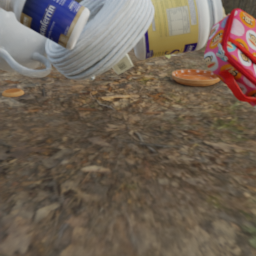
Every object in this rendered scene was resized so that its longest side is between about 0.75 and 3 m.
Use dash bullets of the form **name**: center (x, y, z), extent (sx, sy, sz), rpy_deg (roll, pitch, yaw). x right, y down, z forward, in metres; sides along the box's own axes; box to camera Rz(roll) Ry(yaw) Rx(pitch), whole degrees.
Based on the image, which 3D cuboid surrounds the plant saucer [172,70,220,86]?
- **plant saucer**: center (3.637, -2.701, 15.110), extent (2.543, 0.411, 2.543), rpy_deg (0, 25, 0)

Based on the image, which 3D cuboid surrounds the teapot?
- **teapot**: center (-2.756, -2.500, 7.827), extent (1.715, 2.348, 2.317), rpy_deg (15, -3, -20)

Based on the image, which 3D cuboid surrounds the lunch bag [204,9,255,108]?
- **lunch bag**: center (2.615, -1.398, 6.178), extent (0.830, 2.027, 1.785), rpy_deg (-27, 35, 57)

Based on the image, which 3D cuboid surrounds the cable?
- **cable**: center (-0.736, -2.343, 6.622), extent (2.716, 0.940, 2.716), rpy_deg (-36, 37, 12)

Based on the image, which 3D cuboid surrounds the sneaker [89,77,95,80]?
- **sneaker**: center (-1.705, -2.093, 10.986), extent (0.798, 0.299, 0.346), rpy_deg (16, 1, 29)

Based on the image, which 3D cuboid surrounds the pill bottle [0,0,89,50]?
- **pill bottle**: center (-1.520, -2.131, 5.104), extent (1.454, 0.841, 0.841), rpy_deg (26, 20, -14)

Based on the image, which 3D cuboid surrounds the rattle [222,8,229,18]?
- **rattle**: center (2.775, -3.451, 8.859), extent (1.164, 0.758, 0.832), rpy_deg (38, 42, 20)

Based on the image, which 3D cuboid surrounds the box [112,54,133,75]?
- **box**: center (-0.683, -3.471, 11.755), extent (0.796, 0.956, 2.327), rpy_deg (-29, 65, 9)

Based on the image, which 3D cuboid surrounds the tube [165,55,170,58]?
- **tube**: center (1.429, -3.371, 9.048), extent (0.599, 2.063, 0.536), rpy_deg (23, 6, 11)

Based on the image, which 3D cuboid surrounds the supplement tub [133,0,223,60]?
- **supplement tub**: center (1.272, -2.978, 7.981), extent (2.368, 1.721, 1.721), rpy_deg (-9, 24, 1)

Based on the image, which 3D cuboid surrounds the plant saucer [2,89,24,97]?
- **plant saucer**: center (-5.347, -1.642, 12.978), extent (0.947, 0.177, 0.947), rpy_deg (-1, 23, 0)
